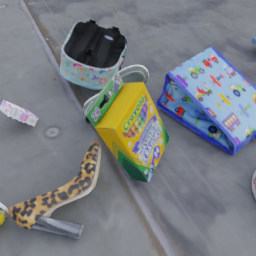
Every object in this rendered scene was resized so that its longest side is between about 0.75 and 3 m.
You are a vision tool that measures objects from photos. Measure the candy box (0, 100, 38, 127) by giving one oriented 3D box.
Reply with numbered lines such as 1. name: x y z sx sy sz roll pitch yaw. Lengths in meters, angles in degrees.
1. candy box: -3.083 -0.407 7.900 0.706 0.841 0.301 28 90 40

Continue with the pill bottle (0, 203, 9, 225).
1. pill bottle: -3.094 2.102 5.816 0.653 0.653 1.173 15 51 14

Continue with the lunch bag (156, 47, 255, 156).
1. lunch bag: 2.715 -0.727 8.112 2.217 1.385 2.945 -34 65 -31

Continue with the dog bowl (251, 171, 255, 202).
1. dog bowl: 3.818 1.287 6.325 1.845 0.680 1.845 -7 51 8

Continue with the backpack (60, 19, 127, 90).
1. backpack: -1.147 -2.194 8.954 1.963 1.665 2.211 17 43 -5

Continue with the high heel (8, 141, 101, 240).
1. high heel: -1.555 1.159 6.274 1.640 0.822 2.301 15 64 -1

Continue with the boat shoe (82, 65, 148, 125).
1. boat shoe: -0.374 -0.818 7.622 2.288 0.833 0.707 -33 27 25

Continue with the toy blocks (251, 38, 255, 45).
1. toy blocks: 5.493 -3.153 10.664 1.583 0.791 1.082 -10 38 -13

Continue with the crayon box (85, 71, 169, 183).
1. crayon box: 0.127 0.014 6.451 0.588 2.279 1.433 4 50 37
